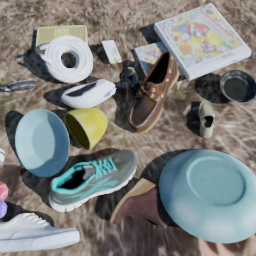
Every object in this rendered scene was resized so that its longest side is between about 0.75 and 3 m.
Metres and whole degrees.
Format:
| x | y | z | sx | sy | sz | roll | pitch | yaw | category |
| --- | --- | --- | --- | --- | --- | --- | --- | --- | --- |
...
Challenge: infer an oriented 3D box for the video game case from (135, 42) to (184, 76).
| x | y | z | sx | sy | sz | roll | pitch | yaw | category |
| --- | --- | --- | --- | --- | --- | --- | --- | --- | --- |
| 1.171 | -2.408 | 10.027 | 1.447 | 0.182 | 1.591 | -16 | 63 | -9 | video game case |

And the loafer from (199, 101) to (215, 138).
| x | y | z | sx | sy | sz | roll | pitch | yaw | category |
| --- | --- | --- | --- | --- | --- | --- | --- | --- | --- |
| 2.502 | -0.344 | 8.800 | 0.496 | 0.447 | 1.310 | 4 | 62 | 2 | loafer |

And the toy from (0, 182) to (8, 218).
| x | y | z | sx | sy | sz | roll | pitch | yaw | category |
| --- | --- | --- | --- | --- | --- | --- | --- | --- | --- |
| -3.316 | 1.707 | 6.801 | 2.538 | 0.599 | 1.461 | 40 | 109 | 50 | toy |

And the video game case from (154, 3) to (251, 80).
| x | y | z | sx | sy | sz | roll | pitch | yaw | category |
| --- | --- | --- | --- | --- | --- | --- | --- | --- | --- |
| 2.602 | -3.180 | 10.051 | 2.446 | 0.308 | 2.688 | -22 | 65 | -8 | video game case |

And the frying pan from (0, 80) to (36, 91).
| x | y | z | sx | sy | sz | roll | pitch | yaw | category |
| --- | --- | --- | --- | --- | --- | --- | --- | --- | --- |
| -3.724 | -1.323 | 8.990 | 1.572 | 0.951 | 0.256 | -15 | 94 | -30 | frying pan |

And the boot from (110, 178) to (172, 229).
| x | y | z | sx | sy | sz | roll | pitch | yaw | category |
| --- | --- | --- | --- | --- | --- | --- | --- | --- | --- |
| 0.444 | 2.216 | 7.390 | 1.305 | 0.568 | 1.569 | 37 | 66 | 19 | boot |

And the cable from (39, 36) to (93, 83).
| x | y | z | sx | sy | sz | roll | pitch | yaw | category |
| --- | --- | --- | --- | --- | --- | --- | --- | --- | --- |
| -2.001 | -2.283 | 9.421 | 1.582 | 0.548 | 1.583 | -38 | 102 | -21 | cable |

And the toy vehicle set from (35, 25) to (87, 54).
| x | y | z | sx | sy | sz | roll | pitch | yaw | category |
| --- | --- | --- | --- | --- | --- | --- | --- | --- | --- |
| -2.471 | -3.313 | 10.469 | 1.837 | 0.244 | 1.142 | -3 | 62 | -2 | toy vehicle set |

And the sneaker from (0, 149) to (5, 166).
| x | y | z | sx | sy | sz | roll | pitch | yaw | category |
| --- | --- | --- | --- | --- | --- | --- | --- | --- | --- |
| -4.265 | 0.912 | 8.082 | 1.292 | 0.493 | 0.520 | -5 | 53 | -1 | sneaker |

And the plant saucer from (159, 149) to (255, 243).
| x | y | z | sx | sy | sz | roll | pitch | yaw | category |
| --- | --- | --- | --- | --- | --- | --- | --- | --- | --- |
| 2.250 | 1.509 | 7.361 | 2.845 | 0.548 | 2.845 | 0 | 46 | 0 | plant saucer |

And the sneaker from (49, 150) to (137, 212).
| x | y | z | sx | sy | sz | roll | pitch | yaw | category |
| --- | --- | --- | --- | --- | --- | --- | --- | --- | --- |
| -0.888 | 1.290 | 7.480 | 2.677 | 1.221 | 1.039 | -29 | 64 | -17 | sneaker |

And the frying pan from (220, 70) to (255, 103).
| x | y | z | sx | sy | sz | roll | pitch | yaw | category |
| --- | --- | --- | --- | --- | --- | --- | --- | --- | --- |
| 3.924 | -1.440 | 9.120 | 2.039 | 0.332 | 1.233 | -17 | 70 | -11 | frying pan |

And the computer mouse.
| x | y | z | sx | sy | sz | roll | pitch | yaw | category |
| --- | --- | --- | --- | --- | --- | --- | --- | --- | --- |
| -0.831 | -1.065 | 8.757 | 2.505 | 1.374 | 0.550 | -19 | 69 | 3 | computer mouse |

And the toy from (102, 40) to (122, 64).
| x | y | z | sx | sy | sz | roll | pitch | yaw | category |
| --- | --- | --- | --- | --- | --- | --- | --- | --- | --- |
| -0.609 | -2.702 | 10.061 | 0.507 | 0.208 | 0.880 | -18 | 80 | -36 | toy |

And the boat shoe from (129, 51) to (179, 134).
| x | y | z | sx | sy | sz | roll | pitch | yaw | category |
| --- | --- | --- | --- | --- | --- | --- | --- | --- | --- |
| 0.733 | -1.168 | 8.770 | 0.964 | 0.963 | 2.737 | 17 | 70 | 26 | boat shoe |

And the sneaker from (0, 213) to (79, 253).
| x | y | z | sx | sy | sz | roll | pitch | yaw | category |
| --- | --- | --- | --- | --- | --- | --- | --- | --- | --- |
| -2.379 | 2.495 | 6.781 | 2.484 | 0.907 | 0.879 | -8 | 66 | 10 | sneaker |

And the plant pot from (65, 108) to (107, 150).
| x | y | z | sx | sy | sz | roll | pitch | yaw | category |
| --- | --- | --- | --- | --- | --- | --- | --- | --- | --- |
| -1.139 | -0.098 | 8.276 | 0.886 | 1.248 | 1.248 | -33 | 67 | -27 | plant pot |

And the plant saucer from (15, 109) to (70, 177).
| x | y | z | sx | sy | sz | roll | pitch | yaw | category |
| --- | --- | --- | --- | --- | --- | --- | --- | --- | --- |
| -2.385 | 0.418 | 8.054 | 1.948 | 0.375 | 1.948 | 3 | 96 | 24 | plant saucer |
